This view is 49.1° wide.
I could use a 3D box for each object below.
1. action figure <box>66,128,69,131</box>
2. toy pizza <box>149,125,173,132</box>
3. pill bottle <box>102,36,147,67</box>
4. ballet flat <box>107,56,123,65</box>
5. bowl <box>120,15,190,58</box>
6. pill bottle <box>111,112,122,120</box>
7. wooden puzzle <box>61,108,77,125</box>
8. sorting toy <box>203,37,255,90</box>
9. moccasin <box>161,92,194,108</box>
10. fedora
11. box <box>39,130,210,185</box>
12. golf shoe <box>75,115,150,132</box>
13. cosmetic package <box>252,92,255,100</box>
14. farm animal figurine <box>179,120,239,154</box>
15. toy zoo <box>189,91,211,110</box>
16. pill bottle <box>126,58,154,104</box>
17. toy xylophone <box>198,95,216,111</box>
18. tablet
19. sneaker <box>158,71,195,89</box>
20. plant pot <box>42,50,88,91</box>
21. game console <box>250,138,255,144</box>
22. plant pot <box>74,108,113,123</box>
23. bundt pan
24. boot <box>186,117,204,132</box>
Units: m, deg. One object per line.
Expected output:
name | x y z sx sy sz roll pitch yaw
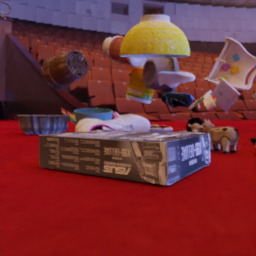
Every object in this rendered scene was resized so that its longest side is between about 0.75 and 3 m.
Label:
action figure | -3.830 0.003 15.830 0.556 0.477 0.936 14 7 27
toy pizza | 1.571 -0.019 17.082 2.278 0.361 2.278 0 3 0
pill bottle | -0.196 -3.434 12.401 1.131 1.131 2.016 -3 22 -45
ballet flat | -0.529 -3.625 14.396 1.968 0.708 0.708 38 22 26
bowl | 0.871 -3.002 9.281 2.349 1.264 2.349 -1 12 0
pill bottle | -1.148 -0.256 14.256 2.001 1.125 1.125 -3 4 -33
wooden puzzle | -2.676 -0.363 15.128 2.161 0.152 1.282 32 11 -36
sorting toy | 5.352 -2.920 14.011 2.132 2.369 1.265 31 7 28
moccasin | 2.013 -1.175 12.202 0.713 0.604 1.772 34 -15 -27
fedora | 1.363 -2.502 13.067 1.163 2.278 2.576 -4 7 -13
box | -0.013 0.426 5.465 2.689 0.669 2.121 2 3 31
golf shoe | -0.437 0.153 9.707 2.690 1.013 1.231 -8 15 -13
cosmetic package | 5.377 -1.188 10.745 1.102 0.403 0.571 -5 48 -33
farm animal figurine | 1.983 0.209 7.665 1.751 0.881 1.414 0 3 -1
toy zoo | 2.279 -0.864 9.042 0.548 0.086 0.836 -39 -2 -41
pill bottle | 0.829 -2.676 14.861 1.406 2.532 1.406 14 11 -3
toy xylophone | 3.587 -1.145 12.748 0.824 0.283 1.126 -27 22 29
tablet | 4.677 -1.572 13.667 0.120 1.142 1.755 -36 -17 -17
sneaker | 1.723 -1.687 10.047 1.362 0.603 0.513 10 25 29
plant pot | -1.710 -1.651 7.865 0.998 1.009 1.009 -11 -5 41
game console | 5.081 0.421 9.809 2.027 0.244 1.195 -3 4 -40
plant pot | -1.528 -0.205 12.366 1.676 1.129 1.676 1 11 0
bundt pan | -4.278 -0.169 14.243 2.586 0.970 2.586 0 4 0
boot | 3.352 -0.155 14.232 1.553 0.593 1.304 12 -10 46
